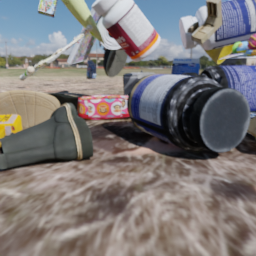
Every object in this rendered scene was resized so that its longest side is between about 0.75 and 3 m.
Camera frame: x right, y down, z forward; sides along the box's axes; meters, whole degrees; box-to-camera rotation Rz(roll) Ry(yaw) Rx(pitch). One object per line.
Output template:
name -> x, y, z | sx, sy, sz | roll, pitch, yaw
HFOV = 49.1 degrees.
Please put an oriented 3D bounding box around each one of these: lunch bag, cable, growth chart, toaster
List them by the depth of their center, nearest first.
growth chart -> -2.028, -2.073, 7.885 | 2.467, 0.219, 1.785 | -46, 21, -26
lunch bag -> -0.741, -0.755, 9.317 | 1.824, 0.747, 1.606 | -1, 12, -4
cable -> -0.607, -3.936, 11.504 | 1.439, 1.439, 0.498 | -16, 38, -2
toaster -> 0.516, -1.771, 12.182 | 0.918, 1.547, 1.399 | 5, 11, 41

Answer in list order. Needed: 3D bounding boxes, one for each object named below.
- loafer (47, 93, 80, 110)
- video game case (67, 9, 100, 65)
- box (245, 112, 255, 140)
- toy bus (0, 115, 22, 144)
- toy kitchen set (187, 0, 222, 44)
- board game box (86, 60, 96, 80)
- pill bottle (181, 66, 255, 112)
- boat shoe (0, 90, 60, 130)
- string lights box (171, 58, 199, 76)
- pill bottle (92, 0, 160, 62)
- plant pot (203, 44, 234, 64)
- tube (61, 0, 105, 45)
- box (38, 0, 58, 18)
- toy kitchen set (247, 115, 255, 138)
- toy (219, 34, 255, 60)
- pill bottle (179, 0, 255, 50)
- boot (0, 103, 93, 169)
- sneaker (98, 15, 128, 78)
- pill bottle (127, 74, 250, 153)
loafer -> -2.525, -0.996, 10.850 | 1.717, 0.653, 0.579 | 8, 10, -13
video game case -> -1.891, -4.532, 13.752 | 0.262, 2.909, 2.083 | 33, 24, 2
box -> 3.803, -0.088, 6.989 | 1.922, 0.442, 1.527 | 0, 12, -1
toy bus -> -2.689, 0.085, 6.067 | 0.627, 0.521, 1.601 | -3, 12, -17
toy kitchen set -> 1.988, -2.979, 7.703 | 0.904, 0.816, 0.738 | -45, 54, -13
board game box -> -1.743, -2.759, 13.205 | 0.275, 0.892, 0.892 | -3, 7, -22
pill bottle -> 3.108, -1.054, 8.552 | 2.991, 1.673, 1.673 | -2, 13, -9
boat shoe -> -3.353, -0.483, 7.453 | 2.981, 1.072, 0.966 | -10, 20, -16
string lights box -> 2.455, -2.043, 12.209 | 1.193, 0.685, 2.322 | 4, 54, 14
pill bottle -> -0.064, -3.566, 9.650 | 1.303, 2.378, 1.303 | -34, 28, 21
plant pot -> 3.493, -3.853, 10.810 | 1.598, 2.251, 2.251 | 39, 26, 16
tube -> -1.735, -4.196, 10.144 | 0.731, 0.817, 2.818 | -6, -31, 25
box -> -3.228, -5.091, 11.370 | 0.656, 1.192, 0.207 | 10, -20, -15
toy kitchen set -> 3.273, -0.010, 5.499 | 1.051, 1.288, 1.162 | 41, 11, -6
toy -> 2.809, -1.763, 5.835 | 1.103, 0.452, 1.916 | -20, 13, -7
pill bottle -> 2.898, -3.230, 8.816 | 2.405, 1.336, 1.336 | -12, 12, 5
boot -> -1.739, 0.085, 5.475 | 1.564, 0.876, 2.261 | -10, 14, -21
sneaker -> -0.804, -3.968, 13.324 | 1.080, 2.888, 1.534 | -11, 38, -39
pill bottle -> 1.116, -0.361, 5.869 | 1.466, 1.466, 2.622 | -6, 14, -24
